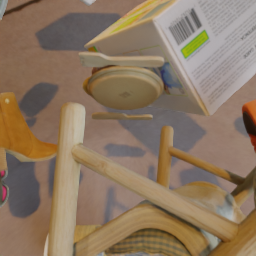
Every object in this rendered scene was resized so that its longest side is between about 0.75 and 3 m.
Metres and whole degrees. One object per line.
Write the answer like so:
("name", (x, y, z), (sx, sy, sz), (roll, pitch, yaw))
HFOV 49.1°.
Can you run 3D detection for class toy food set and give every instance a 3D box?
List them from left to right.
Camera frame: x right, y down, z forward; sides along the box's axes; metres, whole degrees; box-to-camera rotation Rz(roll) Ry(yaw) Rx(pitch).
("toy food set", (-0.073, -0.575, 3.724), (1.081, 1.566, 0.314), (2, 66, -1))

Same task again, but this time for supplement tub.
("supplement tub", (-0.774, 2.302, 5.171), (1.342, 0.971, 0.971), (0, 58, 0))

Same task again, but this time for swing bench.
("swing bench", (0.238, 1.265, 2.825), (1.578, 2.419, 2.432), (24, 97, 24))

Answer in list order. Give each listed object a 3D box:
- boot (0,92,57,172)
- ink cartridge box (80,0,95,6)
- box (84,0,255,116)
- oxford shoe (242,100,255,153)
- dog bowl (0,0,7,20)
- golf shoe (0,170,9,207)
("boot", (-1.470, 0.003, 3.811), (0.480, 1.364, 0.977), (-5, 94, 27))
("ink cartridge box", (-1.490, -4.270, 6.112), (1.830, 2.522, 1.056), (-53, 45, 17))
("box", (0.594, -1.297, 4.533), (1.525, 1.374, 2.712), (-41, 23, -14))
("oxford shoe", (2.022, 0.777, 2.536), (0.944, 0.923, 2.589), (-23, 81, 12))
("dog bowl", (-2.514, -1.953, 4.491), (0.469, 1.273, 1.273), (32, 61, -8))
("golf shoe", (-2.556, 0.176, 4.337), (0.909, 1.037, 2.355), (-24, 77, -4))
